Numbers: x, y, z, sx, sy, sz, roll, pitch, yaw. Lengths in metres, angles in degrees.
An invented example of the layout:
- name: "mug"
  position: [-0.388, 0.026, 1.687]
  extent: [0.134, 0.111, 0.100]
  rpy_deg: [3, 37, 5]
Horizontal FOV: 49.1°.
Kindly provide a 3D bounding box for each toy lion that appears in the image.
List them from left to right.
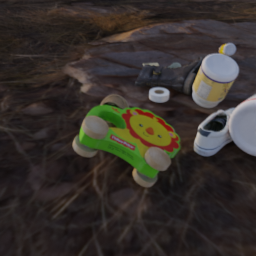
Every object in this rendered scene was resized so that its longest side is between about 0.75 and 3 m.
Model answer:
- name: "toy lion"
  position: [0.170, 0.171, 7.890]
  extent: [2.779, 0.954, 2.664]
  rpy_deg: [27, 33, -6]

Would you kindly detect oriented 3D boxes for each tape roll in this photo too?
- name: "tape roll"
  position: [1.244, -1.330, 11.279]
  extent: [0.806, 0.282, 0.806]
  rpy_deg: [0, 34, 0]

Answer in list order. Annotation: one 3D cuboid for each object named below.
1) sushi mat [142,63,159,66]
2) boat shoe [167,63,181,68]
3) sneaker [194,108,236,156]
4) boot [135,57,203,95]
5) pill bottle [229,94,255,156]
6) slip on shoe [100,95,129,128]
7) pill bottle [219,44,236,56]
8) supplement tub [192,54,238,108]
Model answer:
- name: "sushi mat"
  position: [1.157, -3.216, 14.304]
  extent: [0.816, 0.049, 0.390]
  rpy_deg: [-5, 33, -7]
- name: "boat shoe"
  position: [2.167, -2.914, 13.589]
  extent: [0.893, 0.302, 0.321]
  rpy_deg: [-27, 82, -26]
- name: "sneaker"
  position: [3.042, -0.098, 8.792]
  extent: [0.978, 0.948, 2.678]
  rpy_deg: [28, 44, 30]
- name: "boot"
  position: [1.834, -2.497, 12.337]
  extent: [2.518, 1.001, 2.892]
  rpy_deg: [14, 40, 20]
- name: "pill bottle"
  position: [4.380, -0.378, 8.464]
  extent: [1.656, 1.656, 2.859]
  rpy_deg: [27, 36, 34]
- name: "slip on shoe"
  position: [-0.558, -0.540, 9.550]
  extent: [1.115, 0.889, 2.934]
  rpy_deg: [4, 34, 6]
- name: "pill bottle"
  position: [5.230, -4.129, 14.906]
  extent: [0.620, 0.620, 1.135]
  rpy_deg: [0, 10, 0]
- name: "supplement tub"
  position: [3.101, -1.668, 10.232]
  extent: [1.263, 1.737, 1.263]
  rpy_deg: [2, 57, -4]
